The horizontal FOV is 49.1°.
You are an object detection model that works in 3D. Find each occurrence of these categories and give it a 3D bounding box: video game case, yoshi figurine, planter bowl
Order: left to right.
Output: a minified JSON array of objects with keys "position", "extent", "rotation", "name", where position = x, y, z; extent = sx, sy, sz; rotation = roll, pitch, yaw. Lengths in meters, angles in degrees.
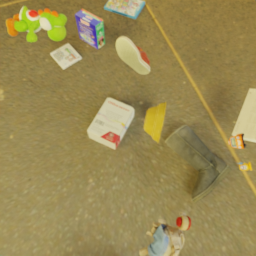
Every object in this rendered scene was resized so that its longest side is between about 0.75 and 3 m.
[{"position":[-2.600,-2.945,8.337],"extent":[1.762,0.987,0.990],"rotation":[3,88,15],"name":"yoshi figurine"},{"position":[-2.766,-3.187,12.442],"extent":[0.981,0.128,1.078],"rotation":[-36,69,-16],"name":"video game case"},{"position":[-0.173,-6.063,13.864],"extent":[1.699,0.151,1.216],"rotation":[22,65,11],"name":"video game case"},{"position":[0.803,-0.219,8.793],"extent":[0.556,1.336,1.336],"rotation":[12,64,4],"name":"planter bowl"}]

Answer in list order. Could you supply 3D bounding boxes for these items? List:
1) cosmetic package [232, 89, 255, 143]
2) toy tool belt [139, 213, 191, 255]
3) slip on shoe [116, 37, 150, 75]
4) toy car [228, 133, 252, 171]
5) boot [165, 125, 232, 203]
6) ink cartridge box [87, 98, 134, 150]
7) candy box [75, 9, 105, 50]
[{"position":[3.977,-0.361,8.389],"extent":[0.417,1.217,1.615],"rotation":[25,86,-33],"name":"cosmetic package"},{"position":[0.758,2.331,5.934],"extent":[0.756,1.230,0.768],"rotation":[16,20,-13],"name":"toy tool belt"},{"position":[0.197,-2.530,9.582],"extent":[0.723,1.952,0.597],"rotation":[-5,69,31],"name":"slip on shoe"},{"position":[2.399,0.581,6.028],"extent":[0.342,1.026,0.503],"rotation":[-10,19,26],"name":"toy car"},{"position":[2.206,1.181,9.869],"extent":[2.117,0.845,2.328],"rotation":[-36,75,-31],"name":"boot"},{"position":[-0.623,-0.173,10.631],"extent":[1.180,0.671,1.619],"rotation":[24,66,12],"name":"ink cartridge box"},{"position":[-1.647,-4.310,12.296],"extent":[1.170,1.384,0.533],"rotation":[34,68,16],"name":"candy box"}]
